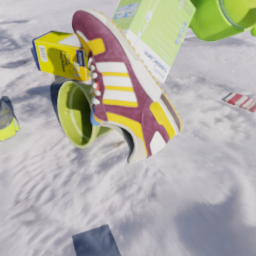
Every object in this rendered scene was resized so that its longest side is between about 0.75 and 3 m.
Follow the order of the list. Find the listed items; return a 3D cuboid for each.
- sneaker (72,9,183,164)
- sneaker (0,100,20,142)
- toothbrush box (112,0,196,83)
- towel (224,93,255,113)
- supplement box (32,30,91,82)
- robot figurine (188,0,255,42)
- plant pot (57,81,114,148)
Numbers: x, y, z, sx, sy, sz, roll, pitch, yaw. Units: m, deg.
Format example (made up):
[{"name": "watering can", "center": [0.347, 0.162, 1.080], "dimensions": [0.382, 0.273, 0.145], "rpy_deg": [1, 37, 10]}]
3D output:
[{"name": "sneaker", "center": [-0.321, -0.716, 4.777], "dimensions": [1.254, 1.043, 2.784], "rpy_deg": [-37, 86, -8]}, {"name": "sneaker", "center": [-4.166, 0.020, 7.100], "dimensions": [2.603, 1.054, 0.962], "rpy_deg": [-29, 45, -34]}, {"name": "toothbrush box", "center": [0.502, -2.398, 6.722], "dimensions": [0.930, 1.573, 2.161], "rpy_deg": [14, 79, 48]}, {"name": "towel", "center": [3.756, -0.861, 9.105], "dimensions": [1.019, 0.116, 0.734], "rpy_deg": [28, 44, 33]}, {"name": "supplement box", "center": [-2.280, -2.803, 10.763], "dimensions": [2.329, 1.276, 1.268], "rpy_deg": [16, 40, 22]}, {"name": "robot figurine", "center": [2.565, -3.138, 7.237], "dimensions": [1.491, 2.262, 2.578], "rpy_deg": [-60, 20, -9]}, {"name": "plant pot", "center": [-0.768, -0.483, 7.520], "dimensions": [1.584, 1.723, 1.723], "rpy_deg": [-16, 38, -39]}]
